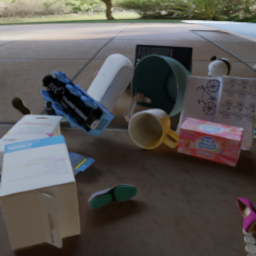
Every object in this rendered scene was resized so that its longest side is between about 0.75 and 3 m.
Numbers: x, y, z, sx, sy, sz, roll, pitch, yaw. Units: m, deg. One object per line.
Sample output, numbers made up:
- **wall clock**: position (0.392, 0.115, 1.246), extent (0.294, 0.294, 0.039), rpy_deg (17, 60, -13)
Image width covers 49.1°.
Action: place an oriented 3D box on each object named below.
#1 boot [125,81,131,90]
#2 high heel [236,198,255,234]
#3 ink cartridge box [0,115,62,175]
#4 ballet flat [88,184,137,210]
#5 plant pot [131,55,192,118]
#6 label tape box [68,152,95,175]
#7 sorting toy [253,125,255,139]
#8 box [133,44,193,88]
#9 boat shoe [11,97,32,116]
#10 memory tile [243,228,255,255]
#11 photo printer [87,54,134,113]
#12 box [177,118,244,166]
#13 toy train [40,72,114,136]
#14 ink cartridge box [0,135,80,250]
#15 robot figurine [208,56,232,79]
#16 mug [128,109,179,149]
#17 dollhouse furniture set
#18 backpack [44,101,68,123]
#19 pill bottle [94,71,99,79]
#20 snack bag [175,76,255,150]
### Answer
- **boot**: position (-0.609, -2.828, 15.703), extent (2.265, 0.743, 1.867), rpy_deg (25, 26, 33)
- **high heel**: position (2.650, 1.989, 6.439), extent (0.625, 0.438, 1.299), rpy_deg (27, 14, 28)
- **ink cartridge box**: position (-3.107, 0.469, 9.105), extent (1.488, 0.855, 2.540), rpy_deg (2, 27, 4)
- **ballet flat**: position (-0.428, 1.703, 7.187), extent (1.307, 0.470, 0.470), rpy_deg (-12, 29, -24)
- **plant pot**: position (1.619, -1.680, 11.648), extent (1.766, 2.636, 2.636), rpy_deg (-12, 28, -39)
- **label tape box**: position (-1.559, 1.108, 8.481), extent (0.924, 0.306, 0.662), rpy_deg (17, 32, 22)
- **sorting toy**: position (4.550, 0.002, 10.757), extent (1.141, 0.208, 1.056), rpy_deg (17, 31, 30)
- **box**: position (1.808, -2.947, 13.967), extent (2.660, 1.562, 2.616), rpy_deg (6, -2, 13)
- **boat shoe**: position (-4.456, -0.811, 11.801), extent (1.261, 0.410, 0.455), rpy_deg (39, 74, 23)
- **memory tile**: position (2.855, 2.531, 5.910), extent (0.750, 0.082, 0.978), rpy_deg (7, 27, 13)
- **photo printer**: position (-0.777, -2.020, 12.302), extent (0.865, 2.490, 2.072), rpy_deg (26, 16, -30)
- **box**: position (2.668, 0.408, 9.117), extent (1.896, 0.973, 0.898), rpy_deg (14, 30, 24)
- **toy train**: position (-1.892, -0.891, 10.028), extent (2.838, 1.230, 1.621), rpy_deg (41, 8, 21)
- **ink cartridge box**: position (-2.008, 1.447, 6.445), extent (1.471, 1.509, 2.348), rpy_deg (-8, 28, -16)
- **robot figurine**: position (5.252, -3.367, 16.056), extent (1.376, 1.143, 1.832), rpy_deg (29, 32, 21)
- **mug**: position (0.944, 0.059, 9.906), extent (1.293, 1.615, 1.326), rpy_deg (-26, 3, 30)
- **dollhouse furniture set**: position (0.466, -0.826, 10.886), extent (0.774, 1.352, 1.585), rpy_deg (16, -7, 8)
- **backpack**: position (-2.843, -0.742, 11.438), extent (1.070, 0.907, 1.205), rpy_deg (-12, 31, -18)
- **pill bottle**: position (-1.305, -2.773, 15.744), extent (1.167, 0.655, 0.655), rpy_deg (17, 32, 29)
- **snack bag**: position (3.134, -0.665, 9.888), extent (2.638, 2.487, 0.282), rpy_deg (10, -5, 19)
